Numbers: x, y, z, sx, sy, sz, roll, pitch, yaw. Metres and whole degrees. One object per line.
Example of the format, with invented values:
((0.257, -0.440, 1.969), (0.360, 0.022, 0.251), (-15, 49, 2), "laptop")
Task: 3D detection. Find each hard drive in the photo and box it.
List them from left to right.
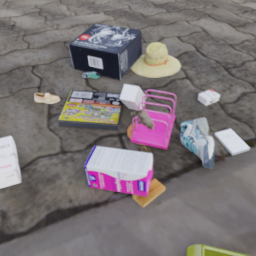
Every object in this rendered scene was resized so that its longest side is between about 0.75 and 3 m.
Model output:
((4.032, 0.536, 10.919), (0.778, 0.155, 1.180), (-14, 43, -15), "hard drive")

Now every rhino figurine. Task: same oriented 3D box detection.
((0.520, -0.199, 8.347), (0.448, 1.024, 0.306), (0, 56, 40), "rhino figurine")

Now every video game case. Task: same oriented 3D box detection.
((-1.529, -0.827, 12.349), (2.561, 0.327, 2.314), (4, 41, 4), "video game case")

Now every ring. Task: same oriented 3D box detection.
((0.693, 0.209, 11.317), (1.464, 0.140, 1.464), (0, 41, 0), "ring")

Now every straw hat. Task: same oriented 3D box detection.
((1.521, -3.942, 15.230), (2.873, 1.216, 2.873), (0, 41, 0), "straw hat")

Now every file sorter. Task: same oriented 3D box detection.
((1.053, -0.428, 10.990), (1.416, 1.278, 2.038), (11, 42, 12), "file sorter")

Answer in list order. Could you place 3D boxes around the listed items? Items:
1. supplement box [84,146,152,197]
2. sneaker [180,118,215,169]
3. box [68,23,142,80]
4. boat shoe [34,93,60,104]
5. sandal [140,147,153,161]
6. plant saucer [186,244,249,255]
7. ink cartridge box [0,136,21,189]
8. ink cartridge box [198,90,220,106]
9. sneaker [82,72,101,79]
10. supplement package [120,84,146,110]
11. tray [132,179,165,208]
((-0.270, 1.388, 9.147), (2.012, 1.018, 1.040), (5, 38, 13), "supplement box")
((2.509, 0.600, 10.376), (1.122, 1.008, 2.598), (-4, 32, 5), "sneaker")
((-1.139, -4.203, 15.096), (2.986, 1.554, 2.719), (16, 47, 20), "box")
((-3.769, -1.400, 12.929), (1.193, 0.413, 0.440), (1, 41, 1), "boat shoe")
((0.649, 1.063, 10.253), (0.456, 0.307, 1.136), (4, 27, -4), "sandal")
((2.404, 3.594, 6.674), (1.986, 0.476, 1.989), (10, 20, 11), "plant saucer")
((-4.497, 1.233, 9.684), (1.276, 0.743, 1.752), (-15, 42, -17), "ink cartridge box")
((3.732, -1.411, 13.000), (0.808, 0.335, 0.593), (-21, 45, -22), "ink cartridge box")
((-1.903, -2.802, 14.587), (0.975, 0.363, 0.427), (1, 36, 2), "sneaker")
((0.222, -1.256, 11.774), (0.674, 1.231, 0.700), (13, 79, 21), "supplement package")
((0.679, 2.105, 9.115), (1.021, 0.189, 0.504), (-31, 50, -29), "tray")
